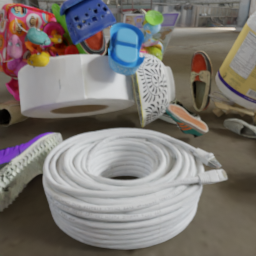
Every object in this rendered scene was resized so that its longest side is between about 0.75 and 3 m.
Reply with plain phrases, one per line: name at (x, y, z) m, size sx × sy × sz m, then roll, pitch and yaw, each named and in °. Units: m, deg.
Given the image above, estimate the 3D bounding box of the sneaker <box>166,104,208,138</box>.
sneaker at (1.398, -0.123, 7.106) m, size 1.221 × 0.488 × 0.436 m, roll 32°, pitch 46°, yaw -10°

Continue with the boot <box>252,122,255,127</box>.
boot at (3.898, 0.137, 7.233) m, size 1.608 × 0.557 × 1.400 m, roll -15°, pitch 24°, yaw -43°

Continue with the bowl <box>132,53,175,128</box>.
bowl at (0.692, -1.132, 7.669) m, size 0.997 × 2.124 × 2.124 m, roll -10°, pitch 24°, yaw 1°

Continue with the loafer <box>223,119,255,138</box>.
loafer at (3.069, 0.013, 7.592) m, size 1.051 × 0.367 × 0.367 m, roll 21°, pitch 24°, yaw 38°

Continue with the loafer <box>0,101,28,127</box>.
loafer at (-3.438, -0.349, 7.928) m, size 0.620 × 0.687 × 1.817 m, roll 31°, pitch 22°, yaw 23°

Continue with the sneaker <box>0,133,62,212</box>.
sneaker at (-2.307, 0.652, 5.602) m, size 1.157 × 0.809 × 2.326 m, roll 9°, pitch 26°, yaw 22°

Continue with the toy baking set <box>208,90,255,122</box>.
toy baking set at (3.372, -0.785, 8.639) m, size 1.749 × 0.265 × 2.279 m, roll 29°, pitch 39°, yaw 11°

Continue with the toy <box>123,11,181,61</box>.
toy at (0.514, -2.244, 8.403) m, size 1.558 × 2.705 × 0.639 m, roll -7°, pitch 65°, yaw -11°

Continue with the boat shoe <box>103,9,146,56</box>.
boat shoe at (-0.162, -2.910, 9.143) m, size 0.769 × 2.138 × 0.693 m, roll 46°, pitch 22°, yaw 16°

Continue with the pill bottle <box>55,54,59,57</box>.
pill bottle at (-3.518, -5.025, 17.428) m, size 2.679 × 1.551 × 1.551 m, roll 8°, pitch 25°, yaw 19°

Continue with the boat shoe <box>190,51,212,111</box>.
boat shoe at (2.232, -1.443, 8.721) m, size 0.659 × 1.852 × 0.580 m, roll 3°, pitch 16°, yaw 34°

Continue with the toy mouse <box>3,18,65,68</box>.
toy mouse at (-1.981, -1.610, 5.507) m, size 1.193 × 1.060 × 0.231 m, roll -13°, pitch 47°, yaw -1°

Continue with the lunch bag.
lunch bag at (-3.003, -2.585, 8.700) m, size 1.881 × 2.135 × 0.875 m, roll -3°, pitch 22°, yaw -45°

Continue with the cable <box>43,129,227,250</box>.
cable at (-0.086, 0.861, 4.992) m, size 2.733 × 0.946 × 2.734 m, roll -14°, pitch 27°, yaw -26°

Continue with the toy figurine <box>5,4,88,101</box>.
toy figurine at (-2.498, -1.801, 8.283) m, size 2.467 × 2.681 × 2.013 m, roll -37°, pitch 49°, yaw -11°

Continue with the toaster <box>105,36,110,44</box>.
toaster at (-1.049, -2.469, 11.017) m, size 1.832 × 2.026 × 1.202 m, roll -5°, pitch 14°, yaw 44°

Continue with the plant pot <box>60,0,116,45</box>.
plant pot at (-0.957, -2.462, 6.194) m, size 0.949 × 0.853 × 0.949 m, roll -33°, pitch 19°, yaw -11°

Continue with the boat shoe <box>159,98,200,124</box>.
boat shoe at (1.297, -0.581, 8.600) m, size 1.952 × 0.621 × 0.690 m, roll 18°, pitch 30°, yaw 35°

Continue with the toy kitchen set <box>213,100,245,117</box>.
toy kitchen set at (3.222, -0.458, 8.768) m, size 0.758 × 0.684 × 0.619 m, roll -39°, pitch 19°, yaw 11°

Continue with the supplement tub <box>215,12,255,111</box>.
supplement tub at (3.970, -2.070, 7.989) m, size 1.972 × 2.713 × 1.972 m, roll 13°, pitch 39°, yaw -11°

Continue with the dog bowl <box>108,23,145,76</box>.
dog bowl at (-0.063, -1.771, 6.331) m, size 0.806 × 0.358 × 1.446 m, roll 9°, pitch 56°, yaw -11°

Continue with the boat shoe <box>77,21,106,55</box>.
boat shoe at (-1.005, -2.743, 7.042) m, size 0.706 × 1.982 × 0.620 m, roll -13°, pitch -11°, yaw -14°

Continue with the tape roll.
tape roll at (-1.335, -0.972, 7.446) m, size 2.978 × 1.041 × 2.978 m, roll -6°, pitch -4°, yaw 0°
